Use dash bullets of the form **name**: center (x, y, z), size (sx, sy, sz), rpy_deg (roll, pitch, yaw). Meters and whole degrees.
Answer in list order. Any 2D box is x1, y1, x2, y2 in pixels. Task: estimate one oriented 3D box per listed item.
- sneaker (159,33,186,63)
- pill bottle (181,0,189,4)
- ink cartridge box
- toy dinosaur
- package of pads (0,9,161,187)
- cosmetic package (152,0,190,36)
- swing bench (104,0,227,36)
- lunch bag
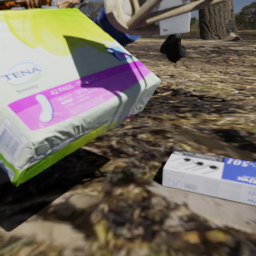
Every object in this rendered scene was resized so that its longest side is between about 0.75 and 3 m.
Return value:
- **sneaker**: center (1.653, -2.721, 9.488), size (0.863, 0.497, 1.654), rpy_deg (21, -14, -13)
- **pill bottle**: center (0.938, -2.759, 5.159), size (0.495, 0.850, 0.495), rpy_deg (-38, 12, 10)
- **ink cartridge box**: center (1.519, 0.818, 4.817), size (1.703, 0.376, 0.800), rpy_deg (9, 24, 21)
- **toy dinosaur**: center (-2.026, -2.539, 5.627), size (2.997, 1.531, 2.034), rpy_deg (28, 29, 20)
- **package of pads**: center (-0.958, -0.688, 3.574), size (1.894, 0.836, 2.452), rpy_deg (43, 39, 11)
- **cosmetic package**: center (0.940, -3.250, 6.757), size (0.740, 1.054, 2.078), rpy_deg (-6, 49, 2)
- **swing bench**: center (0.230, -1.493, 2.595), size (1.002, 0.997, 0.650), rpy_deg (-21, -19, 22)
- **lunch bag**: center (-0.032, -3.940, 10.053), size (2.254, 1.531, 1.491), rpy_deg (-45, 20, -28)
